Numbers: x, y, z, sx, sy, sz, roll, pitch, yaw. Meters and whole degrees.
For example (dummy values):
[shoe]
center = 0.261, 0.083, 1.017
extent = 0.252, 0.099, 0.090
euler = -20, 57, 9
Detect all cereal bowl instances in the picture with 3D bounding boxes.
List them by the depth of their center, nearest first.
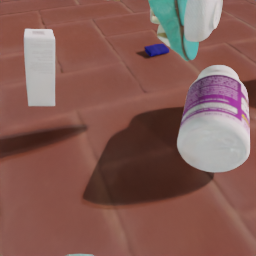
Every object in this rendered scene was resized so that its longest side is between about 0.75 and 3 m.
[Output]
[cereal bowl]
center = 1.047, -1.565, 3.782
extent = 0.337, 0.809, 0.809
euler = 16, 44, 24

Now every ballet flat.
[ballet flat]
center = 1.080, -2.550, 6.788
extent = 0.935, 2.658, 0.895
euler = 15, 79, 24

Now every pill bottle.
[pill bottle]
center = 2.312, -0.424, 7.421
extent = 1.660, 1.660, 2.958
euler = 11, 44, 12

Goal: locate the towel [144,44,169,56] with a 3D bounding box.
[towel]
center = 1.189, -3.212, 11.603
extent = 0.879, 0.218, 0.649
euler = -16, 51, -18

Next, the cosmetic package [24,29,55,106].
[cosmetic package]
center = -1.901, -1.294, 6.070
extent = 0.606, 1.492, 0.842
euler = -4, 32, -17

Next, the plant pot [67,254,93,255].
[plant pot]
center = -0.714, 2.764, 3.931
extent = 2.011, 1.614, 2.011
euler = 0, 42, 0
